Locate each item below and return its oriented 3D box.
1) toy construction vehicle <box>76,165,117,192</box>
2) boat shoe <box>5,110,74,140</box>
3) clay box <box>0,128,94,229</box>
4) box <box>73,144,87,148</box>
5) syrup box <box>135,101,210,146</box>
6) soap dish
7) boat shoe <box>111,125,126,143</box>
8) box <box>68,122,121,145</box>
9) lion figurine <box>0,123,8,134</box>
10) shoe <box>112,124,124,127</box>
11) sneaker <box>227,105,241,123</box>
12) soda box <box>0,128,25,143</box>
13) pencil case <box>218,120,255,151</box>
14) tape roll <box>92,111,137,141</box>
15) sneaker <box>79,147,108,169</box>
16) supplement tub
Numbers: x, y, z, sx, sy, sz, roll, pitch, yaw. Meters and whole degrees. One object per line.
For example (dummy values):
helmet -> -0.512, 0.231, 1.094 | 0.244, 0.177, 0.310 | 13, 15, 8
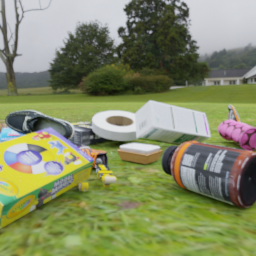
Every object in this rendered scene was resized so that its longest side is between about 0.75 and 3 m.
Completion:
toy construction vehicle -> -0.784, 1.159, 6.395 | 0.942, 0.381, 1.082 | 4, 8, -26
boat shoe -> -2.460, -0.091, 7.583 | 1.955, 0.739, 0.590 | 7, -1, 3
clay box -> -1.977, 0.825, 5.242 | 1.402, 0.581, 2.439 | 32, 29, 23
box -> -2.077, 0.766, 9.626 | 0.797, 0.201, 1.115 | 5, 12, 35
syrup box -> 1.584, -0.072, 9.907 | 2.547, 1.037, 1.003 | 11, -30, -28
soap dish -> 0.359, 0.788, 8.618 | 1.122, 0.456, 0.883 | 6, 9, 36
boat shoe -> -0.215, 0.319, 11.591 | 0.644, 0.571, 1.723 | 18, 28, 18
box -> -1.940, 0.186, 12.401 | 2.151, 0.655, 2.668 | -11, 13, -42
lion figurine -> -5.063, 0.346, 9.580 | 0.996, 1.683, 2.748 | -11, 18, 26
shoe -> 0.118, 0.137, 13.253 | 2.388, 0.637, 0.835 | -2, 50, 1
sneaker -> 5.150, -0.406, 13.797 | 0.627, 1.623, 0.635 | -23, -33, 28
soda box -> -3.407, 0.576, 8.526 | 0.856, 0.905, 2.669 | -3, 8, -21
pencil case -> 4.338, 0.283, 10.828 | 0.994, 1.026, 2.191 | -32, 9, 5
tape roll -> -0.367, -0.121, 11.267 | 2.222, 0.406, 2.222 | 4, 24, -2
sneaker -> -1.144, 0.839, 7.467 | 0.990, 0.685, 1.767 | 5, 10, 27
supplement tub -> 1.640, 0.852, 5.802 | 1.070, 1.070, 2.000 | -6, 10, -38
